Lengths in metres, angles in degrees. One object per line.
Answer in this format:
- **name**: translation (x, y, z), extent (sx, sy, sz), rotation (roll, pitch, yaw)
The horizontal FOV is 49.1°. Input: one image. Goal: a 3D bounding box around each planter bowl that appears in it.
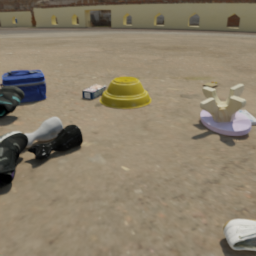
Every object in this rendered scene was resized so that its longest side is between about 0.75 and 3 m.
- **planter bowl**: translation (-0.140, -1.923, 14.132), extent (2.666, 1.110, 2.666), rotation (-1, 25, 0)

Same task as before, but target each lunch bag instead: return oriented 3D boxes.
- **lunch bag**: translation (-5.374, -2.213, 14.280), extent (2.249, 1.488, 1.528), rotation (-11, 26, -22)

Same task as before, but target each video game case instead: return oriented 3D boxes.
- **video game case**: translation (4.562, -0.456, 12.002), extent (1.513, 0.166, 1.379), rotation (-1, 24, -2)

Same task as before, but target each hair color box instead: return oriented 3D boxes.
- **hair color box**: translation (-1.791, -1.933, 14.979), extent (0.691, 0.418, 1.382), rotation (12, 27, 24)

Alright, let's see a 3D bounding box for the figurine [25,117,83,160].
- **figurine**: translation (-2.807, 0.377, 9.560), extent (1.834, 0.790, 1.789), rotation (20, 35, 39)

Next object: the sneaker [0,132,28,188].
- **sneaker**: translation (-3.530, 1.108, 7.899), extent (1.197, 1.035, 2.734), rotation (22, 33, 11)

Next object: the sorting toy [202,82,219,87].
- **sorting toy**: translation (5.038, -2.596, 16.832), extent (0.988, 0.132, 0.736), rotation (-22, 28, -39)

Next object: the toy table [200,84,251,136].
- **toy table**: translation (3.748, -0.754, 10.941), extent (2.077, 1.323, 2.259), rotation (-32, 34, -28)

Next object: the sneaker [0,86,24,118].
- **sneaker**: translation (-5.884, -1.033, 12.130), extent (2.895, 1.091, 1.147), rotation (-8, 59, 25)

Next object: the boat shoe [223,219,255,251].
- **boat shoe**: translation (2.898, 2.221, 5.561), extent (1.853, 0.656, 0.642), rotation (-6, 24, 8)
